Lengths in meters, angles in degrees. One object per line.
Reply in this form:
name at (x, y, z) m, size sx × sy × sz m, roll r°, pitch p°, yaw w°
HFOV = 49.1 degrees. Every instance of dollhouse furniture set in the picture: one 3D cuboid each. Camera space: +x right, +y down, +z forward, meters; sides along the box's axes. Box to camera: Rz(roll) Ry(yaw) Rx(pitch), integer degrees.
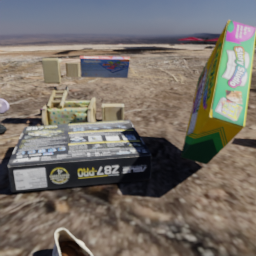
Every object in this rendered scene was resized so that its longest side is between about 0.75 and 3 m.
dollhouse furniture set at (-1.420, -1.091, 9.052) m, size 2.529 × 2.237 × 1.406 m, roll -1°, pitch 21°, yaw 0°

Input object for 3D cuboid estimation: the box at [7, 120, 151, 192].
box at (-1.160, 0.535, 6.874) m, size 2.971 × 0.730 × 2.395 m, roll -4°, pitch 22°, yaw -11°

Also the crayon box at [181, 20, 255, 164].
crayon box at (1.982, -0.701, 6.312) m, size 0.721 × 2.135 × 2.474 m, roll 16°, pitch 65°, yaw 5°

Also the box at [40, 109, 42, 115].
box at (-2.654, -0.728, 10.953) m, size 0.934 × 0.236 × 1.306 m, roll 9°, pitch 24°, yaw 21°

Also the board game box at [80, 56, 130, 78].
board game box at (-0.834, -2.157, 9.988) m, size 1.720 × 0.885 × 0.167 m, roll 0°, pitch 54°, yaw -7°

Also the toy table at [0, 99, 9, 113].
toy table at (-5.062, -0.841, 10.596) m, size 0.874 × 0.803 × 0.512 m, roll -4°, pitch 3°, yaw 16°

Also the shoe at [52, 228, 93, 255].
shoe at (-0.608, 1.934, 3.490) m, size 0.622 × 0.475 × 1.778 m, roll -11°, pitch 23°, yaw -27°

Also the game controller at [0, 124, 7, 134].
game controller at (-4.522, 0.013, 9.011) m, size 1.452 × 0.306 × 0.757 m, roll 19°, pitch 42°, yaw 41°
